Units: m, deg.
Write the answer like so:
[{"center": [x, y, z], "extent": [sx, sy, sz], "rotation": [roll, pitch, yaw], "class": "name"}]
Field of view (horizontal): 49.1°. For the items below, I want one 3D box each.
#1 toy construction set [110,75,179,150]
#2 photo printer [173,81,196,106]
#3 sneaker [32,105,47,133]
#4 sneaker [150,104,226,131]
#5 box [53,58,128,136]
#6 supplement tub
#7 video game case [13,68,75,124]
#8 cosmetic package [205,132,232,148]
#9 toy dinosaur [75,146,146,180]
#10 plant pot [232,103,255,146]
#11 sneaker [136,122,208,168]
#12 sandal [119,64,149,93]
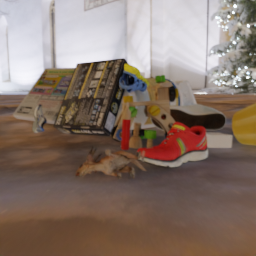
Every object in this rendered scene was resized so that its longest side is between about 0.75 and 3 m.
[{"center": [0.441, -0.514, 7.672], "extent": [2.104, 1.938, 2.522], "rotation": [4, 6, 16], "class": "toy construction set"}, {"center": [2.115, -1.252, 12.534], "extent": [0.725, 1.736, 2.086], "rotation": [-30, 17, -17], "class": "photo printer"}, {"center": [-3.041, -0.315, 9.811], "extent": [0.431, 1.013, 0.390], "rotation": [2, -9, 6], "class": "sneaker"}, {"center": [1.961, -0.346, 9.553], "extent": [2.452, 0.893, 1.038], "rotation": [4, 21, -1], "class": "sneaker"}, {"center": [-1.201, -1.047, 9.418], "extent": [2.111, 2.619, 0.643], "rotation": [2, -24, 30], "class": "box"}, {"center": [0.590, -0.943, 10.718], "extent": [2.674, 1.934, 1.934], "rotation": [-7, 11, -40], "class": "supplement tub"}, {"center": [-2.994, -1.372, 11.337], "extent": [2.927, 2.665, 0.323], "rotation": [7, -30, 34], "class": "video game case"}, {"center": [1.980, 0.322, 7.489], "extent": [1.468, 0.372, 0.606], "rotation": [2, 4, -18], "class": "cosmetic package"}, {"center": [-0.297, 0.641, 5.375], "extent": [1.311, 0.563, 0.888], "rotation": [1, 1, -33], "class": "toy dinosaur"}, {"center": [3.673, -0.106, 7.500], "extent": [1.515, 1.515, 1.426], "rotation": [-7, -4, -39], "class": "plant pot"}, {"center": [0.966, 0.321, 6.134], "extent": [2.083, 0.885, 0.802], "rotation": [-8, 12, -40], "class": "sneaker"}, {"center": [0.143, -1.413, 8.753], "extent": [0.647, 0.709, 1.628], "rotation": [29, 2, 24], "class": "sandal"}]
